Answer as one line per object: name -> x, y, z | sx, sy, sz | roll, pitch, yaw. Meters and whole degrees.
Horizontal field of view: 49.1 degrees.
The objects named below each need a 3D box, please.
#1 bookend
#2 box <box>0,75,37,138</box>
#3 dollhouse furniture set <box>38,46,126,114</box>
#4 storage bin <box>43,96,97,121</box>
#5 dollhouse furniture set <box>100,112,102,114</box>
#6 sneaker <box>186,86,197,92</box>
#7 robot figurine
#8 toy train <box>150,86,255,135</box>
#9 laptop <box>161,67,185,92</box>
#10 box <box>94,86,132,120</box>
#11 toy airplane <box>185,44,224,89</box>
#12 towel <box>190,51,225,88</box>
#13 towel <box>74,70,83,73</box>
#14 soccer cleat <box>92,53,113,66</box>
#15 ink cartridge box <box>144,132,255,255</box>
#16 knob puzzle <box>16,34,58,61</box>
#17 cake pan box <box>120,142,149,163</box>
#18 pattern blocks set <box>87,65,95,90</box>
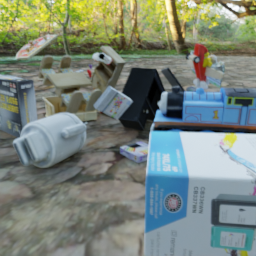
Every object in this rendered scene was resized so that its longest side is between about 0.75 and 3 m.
bookend -> 0.510, -0.640, 9.427 | 0.906, 1.954, 1.966 | 10, 65, 27
box -> -3.663, -0.713, 8.736 | 2.184, 1.729, 0.528 | 16, 23, 39
dollhouse furniture set -> -1.545, -1.892, 9.873 | 2.432, 1.615, 2.131 | -13, 52, -41
storage bin -> -2.135, -0.704, 10.287 | 1.600, 0.750, 1.589 | -9, 20, -26
dollhouse furniture set -> -0.576, -1.068, 11.546 | 0.873, 0.660, 1.622 | 3, 18, 9
sneaker -> 3.396, -1.934, 14.703 | 0.463, 0.394, 1.058 | -21, 27, -37
robot figurine -> -1.773, 0.261, 6.754 | 1.632, 1.087, 1.925 | -16, 7, 32
toy train -> 2.057, -0.217, 7.257 | 2.937, 1.678, 1.273 | 4, 18, 11
laptop -> 2.256, -1.661, 10.128 | 1.111, 1.917, 1.795 | -36, 7, 5
box -> -0.416, -0.689, 7.957 | 0.935, 0.729, 0.193 | 26, 19, -48
toy airplane -> 1.867, -1.467, 6.799 | 0.720, 1.020, 1.016 | -32, -9, -11
towel -> 2.888, -2.117, 10.198 | 1.333, 0.274, 1.786 | 36, 1, 18
towel -> -2.245, -1.993, 11.738 | 0.159, 0.978, 1.332 | 30, 14, -5
soccer cleat -> -0.970, -2.502, 9.891 | 1.021, 0.350, 0.435 | 32, -5, 41
ink cartridge box -> 1.286, 0.996, 3.774 | 2.067, 1.517, 1.510 | 1, 18, 6
knob puzzle -> -2.623, -2.258, 7.654 | 1.327, 0.184, 1.327 | -19, 37, 15
cake pan box -> 0.285, 0.605, 7.146 | 0.725, 0.206, 0.788 | -10, 21, -35
pattern blocks set -> -1.499, -2.201, 13.271 | 0.134, 1.648, 1.449 | -22, -2, -19
